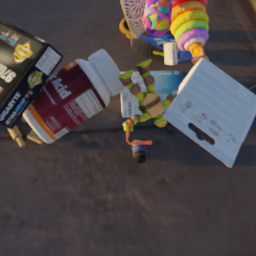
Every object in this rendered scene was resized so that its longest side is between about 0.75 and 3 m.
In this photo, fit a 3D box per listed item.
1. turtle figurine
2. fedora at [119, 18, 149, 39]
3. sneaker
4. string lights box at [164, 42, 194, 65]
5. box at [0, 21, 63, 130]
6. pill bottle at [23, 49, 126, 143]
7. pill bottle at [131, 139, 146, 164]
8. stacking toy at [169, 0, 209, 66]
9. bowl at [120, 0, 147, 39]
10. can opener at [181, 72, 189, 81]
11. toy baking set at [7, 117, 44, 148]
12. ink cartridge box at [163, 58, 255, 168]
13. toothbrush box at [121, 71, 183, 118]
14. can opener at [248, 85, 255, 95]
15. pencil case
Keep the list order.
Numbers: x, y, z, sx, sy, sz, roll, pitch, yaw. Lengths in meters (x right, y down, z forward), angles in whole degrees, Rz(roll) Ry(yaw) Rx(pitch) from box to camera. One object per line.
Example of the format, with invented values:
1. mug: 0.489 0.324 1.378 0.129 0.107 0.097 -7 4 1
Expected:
1. turtle figurine: 0.660 -0.769 7.290 2.327 1.876 0.749 -30 16 -5
2. fedora: 0.439 -4.533 12.971 1.704 0.695 1.704 1 55 -1
3. sneaker: 1.334 -3.561 12.247 2.478 0.916 1.019 17 55 4
4. string lights box: 1.938 -2.725 9.953 1.417 0.728 0.418 -20 26 -31
5. box: -3.033 -1.442 6.988 2.637 0.607 2.096 34 87 38
6. pill bottle: -1.545 -0.943 8.009 2.774 1.584 1.584 -34 62 -6
7. pill bottle: 0.376 0.800 9.568 0.438 0.438 0.783 -6 56 -4
8. stacking toy: 1.997 -3.026 8.818 1.612 1.524 2.777 -5 71 -23
9. bowl: 0.395 -4.267 9.662 0.985 2.099 2.099 -15 55 13
10. can opener: 1.190 -1.798 10.993 2.569 0.859 0.685 -1 28 -1
11. toy baking set: -3.597 -0.463 10.531 2.087 0.316 2.719 -34 63 -23
12. ink cartridge box: 1.587 -0.318 5.387 1.518 0.533 1.867 37 63 1
13. toothbrush box: 0.807 -1.209 10.224 2.156 1.579 0.920 -1 56 -1
14. can opener: 3.600 -1.058 7.334 0.455 1.362 0.363 -25 86 4
15. pencil case: 0.850 -3.457 7.853 0.842 0.842 1.906 5 56 3
